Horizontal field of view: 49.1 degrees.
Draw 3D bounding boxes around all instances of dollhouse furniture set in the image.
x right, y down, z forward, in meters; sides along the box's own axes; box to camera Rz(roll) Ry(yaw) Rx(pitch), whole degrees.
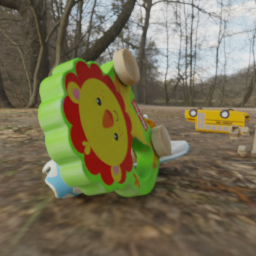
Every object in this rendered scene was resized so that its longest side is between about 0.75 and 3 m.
[{"bbox_3d":[3.910,0.526,8.096,1.838,0.953,0.814,4,-33,31],"label":"dollhouse furniture set"}]

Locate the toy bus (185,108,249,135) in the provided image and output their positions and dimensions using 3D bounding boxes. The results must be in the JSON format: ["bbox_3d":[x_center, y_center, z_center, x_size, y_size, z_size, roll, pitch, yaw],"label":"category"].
[{"bbox_3d":[4.316,-0.371,13.802,2.942,1.152,0.958,4,9,36],"label":"toy bus"}]

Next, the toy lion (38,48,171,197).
[{"bbox_3d":[-0.240,0.089,4.393,0.898,2.616,2.508,-15,29,25],"label":"toy lion"}]

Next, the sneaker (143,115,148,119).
[{"bbox_3d":[0.517,-0.267,15.733,0.914,0.777,2.004,-17,7,-20],"label":"sneaker"}]

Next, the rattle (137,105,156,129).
[{"bbox_3d":[0.047,0.124,12.929,1.759,1.930,2.701,-25,17,22],"label":"rattle"}]

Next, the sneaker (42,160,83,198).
[{"bbox_3d":[-1.103,0.697,5.243,0.912,0.864,2.259,-30,5,-14],"label":"sneaker"}]

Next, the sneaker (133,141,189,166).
[{"bbox_3d":[0.452,0.437,6.360,1.936,0.782,0.741,-7,-9,-12],"label":"sneaker"}]
